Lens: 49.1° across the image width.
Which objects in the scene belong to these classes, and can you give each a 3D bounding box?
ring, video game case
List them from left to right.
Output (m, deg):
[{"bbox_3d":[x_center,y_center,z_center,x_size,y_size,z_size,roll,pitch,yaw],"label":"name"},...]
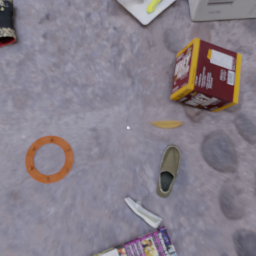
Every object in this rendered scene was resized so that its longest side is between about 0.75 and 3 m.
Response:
[{"bbox_3d":[-2.275,0.892,8.033,1.403,0.135,1.403,0,75,-1],"label":"ring"},{"bbox_3d":[0.372,4.136,7.025,2.297,0.454,2.534,-21,77,-5],"label":"video game case"}]

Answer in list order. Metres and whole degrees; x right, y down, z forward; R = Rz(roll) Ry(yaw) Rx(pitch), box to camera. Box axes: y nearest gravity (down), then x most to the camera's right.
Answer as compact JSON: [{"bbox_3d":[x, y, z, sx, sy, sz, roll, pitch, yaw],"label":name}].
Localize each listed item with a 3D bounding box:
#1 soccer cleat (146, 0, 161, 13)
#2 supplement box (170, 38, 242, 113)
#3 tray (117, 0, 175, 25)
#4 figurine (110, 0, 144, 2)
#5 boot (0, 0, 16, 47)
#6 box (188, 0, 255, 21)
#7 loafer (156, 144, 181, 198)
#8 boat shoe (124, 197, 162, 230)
[{"bbox_3d":[0.870,-4.115,9.048,0.291,0.377,0.900,35,77,13],"label":"soccer cleat"},{"bbox_3d":[2.194,-1.434,7.945,1.540,1.023,1.519,14,75,-15],"label":"supplement box"},{"bbox_3d":[0.081,-4.725,9.374,1.559,0.322,2.904,-43,79,-11],"label":"tray"},{"bbox_3d":[0.241,-4.562,8.311,1.633,1.673,0.720,-15,57,-43],"label":"figurine"},{"bbox_3d":[-4.546,-3.279,8.804,2.018,0.728,1.524,-13,79,-3],"label":"boot"},{"bbox_3d":[3.317,-4.717,8.132,2.715,2.701,1.774,-4,76,-2],"label":"box"},{"bbox_3d":[1.158,1.180,7.747,0.574,0.532,1.527,12,76,3],"label":"loafer"},{"bbox_3d":[0.384,2.240,7.555,1.150,0.424,0.369,39,73,5],"label":"boat shoe"}]
